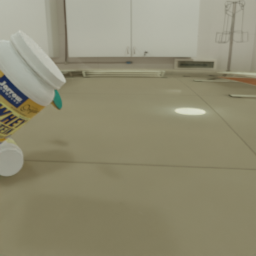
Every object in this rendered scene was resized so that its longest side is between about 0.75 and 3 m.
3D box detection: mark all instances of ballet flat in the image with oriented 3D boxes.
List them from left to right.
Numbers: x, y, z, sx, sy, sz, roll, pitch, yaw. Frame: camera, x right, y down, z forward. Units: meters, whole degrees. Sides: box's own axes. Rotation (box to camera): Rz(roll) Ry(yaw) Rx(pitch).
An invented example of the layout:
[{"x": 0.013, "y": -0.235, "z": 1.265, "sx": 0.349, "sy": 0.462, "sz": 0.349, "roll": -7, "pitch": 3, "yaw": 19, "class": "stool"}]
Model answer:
[{"x": -2.851, "y": -1.343, "z": 10.153, "sx": 0.478, "sy": 1.517, "sz": 0.521, "roll": -5, "pitch": 26, "yaw": 26, "class": "ballet flat"}]

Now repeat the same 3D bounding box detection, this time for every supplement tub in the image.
[{"x": -4.196, "y": 0.929, "z": 9.463, "sx": 1.073, "sy": 1.073, "sz": 1.480, "roll": -11, "pitch": 21, "yaw": -32, "class": "supplement tub"}, {"x": -3.293, "y": -0.995, "z": 7.445, "sx": 2.814, "sy": 2.032, "sz": 2.032, "roll": -39, "pitch": 18, "yaw": 4, "class": "supplement tub"}]
